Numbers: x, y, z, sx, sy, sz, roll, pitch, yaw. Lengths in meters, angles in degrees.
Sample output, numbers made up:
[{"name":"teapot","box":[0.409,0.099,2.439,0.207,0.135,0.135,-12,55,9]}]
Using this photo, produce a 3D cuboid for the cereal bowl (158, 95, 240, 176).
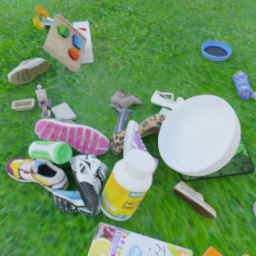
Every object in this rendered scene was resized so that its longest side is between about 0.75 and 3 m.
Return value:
[{"name":"cereal bowl","box":[2.315,0.343,8.923,2.617,1.090,2.617,-22,50,29]}]

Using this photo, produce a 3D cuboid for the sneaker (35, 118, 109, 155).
[{"name":"sneaker","box":[-1.947,0.213,10.304,2.674,0.986,1.169,15,13,-2]}]

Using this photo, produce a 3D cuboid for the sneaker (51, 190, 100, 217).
[{"name":"sneaker","box":[-1.631,2.276,8.929,1.649,0.646,0.741,14,34,4]}]

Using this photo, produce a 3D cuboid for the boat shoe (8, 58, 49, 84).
[{"name":"boat shoe","box":[-4.768,-2.693,13.172,0.713,0.779,2.085,29,45,27]}]

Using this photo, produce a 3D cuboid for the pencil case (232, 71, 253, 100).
[{"name":"pencil case","box":[5.128,-1.902,12.536,0.610,0.548,1.404,-17,47,20]}]

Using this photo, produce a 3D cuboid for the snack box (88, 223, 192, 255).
[{"name":"snack box","box":[0.189,3.802,7.265,2.642,0.700,1.879,16,52,6]}]

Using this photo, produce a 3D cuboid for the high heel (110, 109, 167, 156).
[{"name":"high heel","box":[0.747,0.410,10.409,2.704,0.965,1.927,12,60,8]}]

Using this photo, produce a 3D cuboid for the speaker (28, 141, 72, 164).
[{"name":"speaker","box":[-2.691,0.819,9.569,1.720,0.761,0.761,0,40,42]}]

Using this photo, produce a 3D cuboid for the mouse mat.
[{"name":"mouse mat","box":[2.907,0.676,10.005,2.894,0.109,2.328,-4,61,-15]}]

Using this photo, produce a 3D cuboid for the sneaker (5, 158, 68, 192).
[{"name":"sneaker","box":[-3.093,1.356,9.311,2.359,1.063,0.884,15,51,12]}]

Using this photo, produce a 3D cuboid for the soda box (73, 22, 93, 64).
[{"name":"soda box","box":[-2.361,-4.472,14.592,0.839,0.898,2.635,-7,49,-7]}]

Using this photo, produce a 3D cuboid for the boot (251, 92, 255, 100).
[{"name":"boot","box":[5.601,-1.483,12.291,0.295,0.383,0.801,-34,57,-26]}]

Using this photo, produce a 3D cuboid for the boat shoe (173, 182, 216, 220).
[{"name":"boat shoe","box":[2.153,2.267,8.874,1.520,0.548,0.494,33,54,28]}]

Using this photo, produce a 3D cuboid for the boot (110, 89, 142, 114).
[{"name":"boot","box":[-0.121,-0.995,11.786,1.313,0.461,0.960,29,73,-13]}]

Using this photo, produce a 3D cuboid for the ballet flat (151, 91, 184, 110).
[{"name":"ballet flat","box":[1.855,-1.033,11.541,1.964,0.682,0.682,24,53,24]}]

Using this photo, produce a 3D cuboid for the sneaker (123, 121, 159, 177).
[{"name":"sneaker","box":[0.452,0.814,9.620,1.188,0.755,2.083,3,86,-8]}]

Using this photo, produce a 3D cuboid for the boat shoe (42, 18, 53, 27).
[{"name":"boat shoe","box":[-4.209,-5.886,16.213,1.786,0.650,0.552,24,96,12]}]

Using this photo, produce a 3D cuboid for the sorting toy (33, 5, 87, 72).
[{"name":"sorting toy","box":[-2.960,-3.973,12.240,0.363,2.710,2.019,-14,54,39]}]

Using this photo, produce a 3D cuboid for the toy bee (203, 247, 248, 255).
[{"name":"toy bee","box":[2.785,3.989,7.073,1.316,1.093,2.011,-30,28,3]}]

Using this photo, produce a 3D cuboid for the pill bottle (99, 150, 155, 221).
[{"name":"pill bottle","box":[-0.008,1.661,8.227,1.168,2.070,1.168,18,33,-12]}]

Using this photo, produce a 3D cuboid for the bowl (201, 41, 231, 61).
[{"name":"bowl","box":[4.559,-3.992,14.575,1.502,0.295,1.502,0,48,0]}]

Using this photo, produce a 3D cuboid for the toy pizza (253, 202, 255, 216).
[{"name":"toy pizza","box":[4.287,2.619,8.772,0.760,0.120,0.760,2,63,-4]}]

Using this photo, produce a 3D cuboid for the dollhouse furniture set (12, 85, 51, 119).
[{"name":"dollhouse furniture set","box":[-4.043,-1.049,11.419,1.564,1.110,1.240,-8,49,-7]}]

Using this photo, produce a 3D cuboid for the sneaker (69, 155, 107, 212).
[{"name":"sneaker","box":[-1.133,1.531,8.812,1.135,0.950,2.564,-15,30,-14]}]

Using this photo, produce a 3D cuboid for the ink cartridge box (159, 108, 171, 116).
[{"name":"ink cartridge box","box":[1.548,-0.446,11.408,0.580,0.324,0.850,24,54,19]}]

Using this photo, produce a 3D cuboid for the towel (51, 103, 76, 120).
[{"name":"towel","box":[-2.682,-0.600,11.653,0.705,0.183,1.063,-25,53,-22]}]
